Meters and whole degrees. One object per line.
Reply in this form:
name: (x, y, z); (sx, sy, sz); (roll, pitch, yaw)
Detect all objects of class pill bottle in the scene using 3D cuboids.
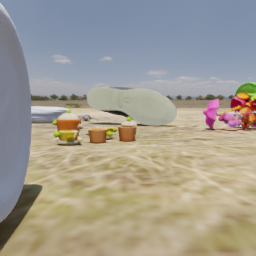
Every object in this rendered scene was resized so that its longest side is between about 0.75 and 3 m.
pill bottle: (-1.639, -0.069, 1.344); (2.062, 1.195, 1.195); (-1, 5, -6)

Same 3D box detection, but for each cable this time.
cable: (-2.951, -0.476, 10.140); (1.586, 0.549, 1.586); (-2, 5, -35)

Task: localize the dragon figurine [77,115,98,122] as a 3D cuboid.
dragon figurine: (-1.560, -0.368, 10.520); (0.873, 0.257, 0.434); (-2, 5, -9)

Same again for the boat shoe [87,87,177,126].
boat shoe: (0.158, -0.727, 8.870); (2.961, 1.054, 0.926); (12, 3, 22)

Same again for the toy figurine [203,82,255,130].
toy figurine: (2.760, -0.325, 7.168); (1.542, 1.258, 1.675); (-16, 35, -19)

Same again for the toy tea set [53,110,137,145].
toy tea set: (-0.586, -0.045, 4.899); (1.482, 0.549, 0.881); (-2, 5, -23)
